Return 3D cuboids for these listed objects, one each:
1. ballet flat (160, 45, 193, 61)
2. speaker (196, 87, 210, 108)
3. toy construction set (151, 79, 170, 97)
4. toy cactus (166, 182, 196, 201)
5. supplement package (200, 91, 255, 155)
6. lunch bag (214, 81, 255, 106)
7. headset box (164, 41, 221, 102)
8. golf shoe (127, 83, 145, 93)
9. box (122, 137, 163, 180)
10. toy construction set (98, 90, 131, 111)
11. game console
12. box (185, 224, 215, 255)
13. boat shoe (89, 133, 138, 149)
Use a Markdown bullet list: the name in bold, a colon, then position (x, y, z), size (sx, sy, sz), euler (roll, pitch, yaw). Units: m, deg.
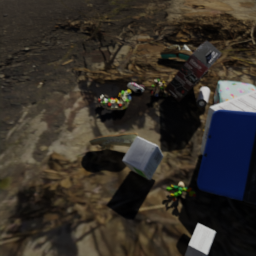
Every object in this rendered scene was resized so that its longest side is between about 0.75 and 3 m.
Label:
- **ballet flat**: position (3.255, -4.840, 17.903), size (2.434, 0.826, 0.881), euler (11, 81, 24)
- **speaker**: position (3.763, -1.545, 14.024), size (0.519, 0.519, 1.279), euler (11, 39, 14)
- **toy construction set**: position (1.612, -2.244, 14.632), size (0.935, 0.862, 1.122), euler (-12, 37, -12)
- **toy cactus**: position (1.778, 2.102, 9.399), size (0.964, 0.493, 0.796), euler (-4, 14, 16)
- **supplement package**: position (4.604, 0.248, 10.277), size (2.912, 2.210, 2.194), euler (-19, 42, -23)
- **lunch bag**: position (5.187, -1.215, 13.206), size (2.061, 0.990, 2.569), euler (9, 39, 7)
- **headset box**: position (3.260, -2.876, 13.821), size (1.035, 2.760, 2.051), euler (41, 46, 4)
- **golf shoe**: position (0.371, -2.121, 14.884), size (0.985, 0.358, 0.454), euler (16, 52, 18)
- **box**: position (0.541, 1.079, 9.880), size (0.903, 1.049, 1.054), euler (25, 74, 28)
- **toy construction set**: position (-0.643, -1.303, 13.518), size (1.628, 0.750, 1.067), euler (-6, 59, 3)
- **game console**: position (3.765, 0.959, 8.709), size (2.318, 2.716, 1.607), euler (21, -12, -23)
- **box**: position (1.934, 3.197, 7.598), size (0.511, 0.781, 0.777), euler (22, 42, 21)
- **boat shoe**: position (-0.563, 0.579, 11.004), size (1.935, 0.606, 0.709), euler (-6, 2, 7)
